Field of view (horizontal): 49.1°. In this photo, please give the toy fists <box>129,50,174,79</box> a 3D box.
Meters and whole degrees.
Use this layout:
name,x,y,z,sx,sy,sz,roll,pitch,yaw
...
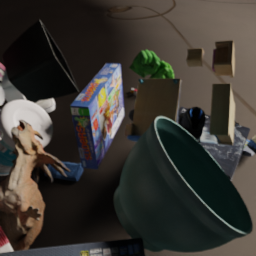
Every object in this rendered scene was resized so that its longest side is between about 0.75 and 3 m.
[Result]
name,x,y,z,sx,sy,sz,roll,pitch,yaw
toy fists,0.978,-2.168,10.426,1.890,0.963,0.650,26,16,-35

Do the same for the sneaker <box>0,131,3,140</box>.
name,x,y,z,sx,sy,sz,roll,pitch,yaw
sneaker,-2.954,0.515,4.767,0.610,0.931,1.611,37,30,15

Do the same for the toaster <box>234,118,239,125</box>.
name,x,y,z,sx,sy,sz,roll,pitch,yaw
toaster,3.548,-0.066,10.913,0.929,0.818,1.439,-12,11,-6

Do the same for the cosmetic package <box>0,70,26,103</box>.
name,x,y,z,sx,sy,sz,roll,pitch,yaw
cosmetic package,-3.851,-1.279,9.207,0.568,1.339,0.720,-23,70,-12

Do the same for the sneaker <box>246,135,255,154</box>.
name,x,y,z,sx,sy,sz,roll,pitch,yaw
sneaker,3.504,0.361,5.569,1.097,1.213,2.848,38,6,-13

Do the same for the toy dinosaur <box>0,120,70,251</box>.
name,x,y,z,sx,sy,sz,roll,pitch,yaw
toy dinosaur,-2.056,1.527,5.553,1.257,2.929,1.985,18,22,0

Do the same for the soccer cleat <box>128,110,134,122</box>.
name,x,y,z,sx,sy,sz,roll,pitch,yaw
soccer cleat,0.774,-0.347,9.501,1.540,0.525,0.564,5,0,23

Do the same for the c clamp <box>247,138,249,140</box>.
name,x,y,z,sx,sy,sz,roll,pitch,yaw
c clamp,4.492,0.531,10.991,0.643,0.102,0.753,-5,40,-5

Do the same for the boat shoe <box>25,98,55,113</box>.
name,x,y,z,sx,sy,sz,roll,pitch,yaw
boat shoe,-4.564,-0.880,12.039,2.814,0.925,1.012,-17,43,-19

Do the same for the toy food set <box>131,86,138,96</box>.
name,x,y,z,sx,sy,sz,roll,pitch,yaw
toy food set,0.657,-1.888,13.603,1.076,0.484,0.514,1,40,1

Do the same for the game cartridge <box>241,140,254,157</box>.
name,x,y,z,sx,sy,sz,roll,pitch,yaw
game cartridge,4.170,0.640,10.588,1.284,0.260,0.856,21,34,35

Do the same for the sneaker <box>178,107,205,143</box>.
name,x,y,z,sx,sy,sz,roll,pitch,yaw
sneaker,1.927,-0.210,8.391,0.795,1.217,2.176,9,31,2

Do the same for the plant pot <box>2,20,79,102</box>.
name,x,y,z,sx,sy,sz,roll,pitch,yaw
plant pot,-2.777,-1.854,8.624,1.557,1.751,1.755,-26,61,0

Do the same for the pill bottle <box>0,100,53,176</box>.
name,x,y,z,sx,sy,sz,roll,pitch,yaw
pill bottle,-3.076,0.399,7.189,1.323,2.387,1.323,29,44,-33

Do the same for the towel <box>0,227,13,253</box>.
name,x,y,z,sx,sy,sz,roll,pitch,yaw
towel,-2.189,2.239,4.329,1.023,0.162,1.420,-22,80,-55

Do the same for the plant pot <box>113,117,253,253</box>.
name,x,y,z,sx,sy,sz,roll,pitch,yaw
plant pot,0.853,1.346,5.686,2.676,1.793,2.676,39,23,-20

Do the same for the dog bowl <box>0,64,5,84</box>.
name,x,y,z,sx,sy,sz,roll,pitch,yaw
dog bowl,-4.047,-1.754,7.820,1.273,1.273,0.469,21,78,24

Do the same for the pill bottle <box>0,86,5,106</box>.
name,x,y,z,sx,sy,sz,roll,pitch,yaw
pill bottle,-4.332,-0.774,7.821,1.741,0.970,0.970,-9,34,27

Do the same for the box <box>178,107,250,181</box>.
name,x,y,z,sx,sy,sz,roll,pitch,yaw
box,2.378,0.846,9.497,2.582,1.541,2.625,21,43,23

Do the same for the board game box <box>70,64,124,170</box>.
name,x,y,z,sx,sy,sz,roll,pitch,yaw
board game box,-0.748,-0.463,8.215,0.497,1.951,2.883,5,33,13

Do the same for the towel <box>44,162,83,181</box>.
name,x,y,z,sx,sy,sz,roll,pitch,yaw
towel,-2.226,1.474,9.700,1.228,0.298,0.686,8,41,9

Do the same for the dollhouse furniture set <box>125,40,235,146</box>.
name,x,y,z,sx,sy,sz,roll,pitch,yaw
dollhouse furniture set,1.506,-0.761,7.993,2.822,1.841,2.664,2,80,23

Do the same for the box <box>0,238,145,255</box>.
name,x,y,z,sx,sy,sz,roll,pitch,yaw
box,-0.703,2.693,3.875,2.551,0.651,2.012,15,58,-40
